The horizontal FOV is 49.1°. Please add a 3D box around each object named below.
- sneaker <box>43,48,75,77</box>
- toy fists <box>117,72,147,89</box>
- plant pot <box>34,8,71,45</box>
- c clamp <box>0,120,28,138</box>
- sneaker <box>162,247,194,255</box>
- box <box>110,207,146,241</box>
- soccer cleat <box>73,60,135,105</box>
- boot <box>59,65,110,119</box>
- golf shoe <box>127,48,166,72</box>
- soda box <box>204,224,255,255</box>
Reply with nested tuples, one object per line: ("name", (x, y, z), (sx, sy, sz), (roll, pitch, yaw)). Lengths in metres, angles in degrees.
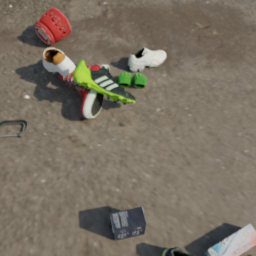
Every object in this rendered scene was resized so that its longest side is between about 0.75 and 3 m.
("sneaker", (-3.242, -3.065, 12.169), (0.983, 1.143, 2.700), (-49, 38, -11))
("toy fists", (0.170, -2.115, 12.475), (1.322, 0.455, 0.674), (4, 62, 1))
("plant pot", (-3.791, -4.948, 13.902), (1.464, 1.464, 1.333), (36, 70, 22))
("c clamp", (-4.696, 0.175, 11.028), (1.477, 0.200, 1.262), (-8, 50, -4))
("sneaker", (1.918, 4.109, 7.766), (2.172, 0.919, 0.809), (26, 59, 17))
("box", (0.001, 2.936, 8.553), (1.007, 0.990, 0.591), (-9, 54, -7))
("soccer cleat", (-0.805, -1.723, 10.872), (2.674, 0.903, 1.084), (22, 79, -21))
("boot", (-2.078, -1.613, 11.816), (2.115, 1.061, 2.931), (5, 50, 7))
("golf shoe", (0.937, -3.313, 12.996), (2.018, 0.981, 0.790), (-25, 56, -19))
("soda box", (3.139, 3.561, 8.397), (1.656, 0.526, 0.566), (-23, 58, -16))
